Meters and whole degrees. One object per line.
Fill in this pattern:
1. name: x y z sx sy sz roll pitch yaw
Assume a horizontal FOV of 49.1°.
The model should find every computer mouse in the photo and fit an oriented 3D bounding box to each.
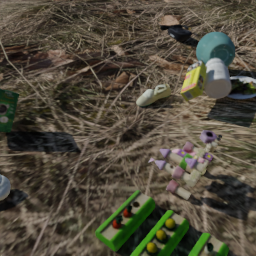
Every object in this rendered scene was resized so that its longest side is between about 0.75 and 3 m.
1. computer mouse: 2.603 -4.631 13.696 1.451 0.476 2.067 -12 34 -23

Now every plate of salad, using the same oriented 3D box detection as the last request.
1. plate of salad: 3.721 -1.404 9.315 1.330 0.319 1.330 -7 42 7

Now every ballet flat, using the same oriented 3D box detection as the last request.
1. ballet flat: 0.823 -1.097 8.939 1.344 0.467 0.467 -25 44 -29

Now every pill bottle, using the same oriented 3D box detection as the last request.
1. pill bottle: 2.897 -1.663 9.191 0.800 0.800 1.400 5 43 7

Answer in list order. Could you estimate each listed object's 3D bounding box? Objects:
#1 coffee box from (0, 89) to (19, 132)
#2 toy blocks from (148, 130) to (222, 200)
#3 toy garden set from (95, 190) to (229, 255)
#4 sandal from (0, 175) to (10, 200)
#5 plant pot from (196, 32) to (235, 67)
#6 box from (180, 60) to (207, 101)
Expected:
1. coffee box: -3.330 -0.456 7.393 0.246 1.119 0.688 14 3 27
2. toy blocks: 1.162 0.618 5.967 1.027 1.220 1.140 30 45 21
3. toy garden set: 0.523 2.284 4.342 2.789 0.557 2.325 26 44 30
4. sandal: -3.460 1.224 5.893 1.918 0.471 0.780 15 53 -1
5. plant pot: 3.262 -2.732 10.220 1.346 1.346 1.080 2 27 2
6. box: 2.032 -1.460 8.563 0.555 0.369 1.474 -24 30 41
